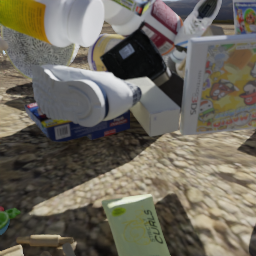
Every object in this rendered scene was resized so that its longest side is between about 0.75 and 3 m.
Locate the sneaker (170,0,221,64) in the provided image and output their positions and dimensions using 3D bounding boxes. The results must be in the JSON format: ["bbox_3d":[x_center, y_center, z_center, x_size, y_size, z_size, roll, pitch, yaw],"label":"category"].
[{"bbox_3d":[2.276,-3.511,9.637,0.987,2.703,0.957,28,-5,5],"label":"sneaker"}]

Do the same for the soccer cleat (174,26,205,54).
[{"bbox_3d":[2.284,-2.413,8.042,1.927,0.832,0.673,20,15,13],"label":"soccer cleat"}]

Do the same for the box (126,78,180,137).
[{"bbox_3d":[0.385,-0.448,5.305,0.594,0.494,1.446,-11,34,-15],"label":"box"}]

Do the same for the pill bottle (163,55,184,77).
[{"bbox_3d":[2.609,-3.524,14.521,1.568,1.568,2.706,-21,32,-37],"label":"pill bottle"}]

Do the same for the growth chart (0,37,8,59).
[{"bbox_3d":[-3.221,-2.520,5.962,0.263,2.149,2.970,-33,28,-14],"label":"growth chart"}]

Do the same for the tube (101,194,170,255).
[{"bbox_3d":[0.198,1.851,4.359,0.759,0.679,2.615,36,11,-21],"label":"tube"}]

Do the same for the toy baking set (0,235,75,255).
[{"bbox_3d":[-1.297,2.123,4.315,1.501,0.175,1.152,-1,28,-2],"label":"toy baking set"}]

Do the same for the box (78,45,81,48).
[{"bbox_3d":[-3.085,-3.897,10.412,0.655,2.848,2.263,-2,38,41],"label":"box"}]

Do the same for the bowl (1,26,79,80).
[{"bbox_3d":[-2.406,-2.818,8.555,2.644,2.644,1.241,10,19,20],"label":"bowl"}]

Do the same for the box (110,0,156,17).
[{"bbox_3d":[0.169,-2.204,4.520,0.590,0.186,1.072,29,49,1],"label":"box"}]

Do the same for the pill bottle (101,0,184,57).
[{"bbox_3d":[0.422,-3.219,8.299,1.475,1.475,2.584,26,7,42],"label":"pill bottle"}]

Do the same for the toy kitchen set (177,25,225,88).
[{"bbox_3d":[2.259,-1.183,6.215,1.620,1.461,1.321,-3,66,-20],"label":"toy kitchen set"}]

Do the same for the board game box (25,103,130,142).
[{"bbox_3d":[-1.744,-0.454,8.944,2.626,0.810,2.625,-16,29,-30],"label":"board game box"}]

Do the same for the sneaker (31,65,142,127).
[{"bbox_3d":[-0.959,-0.702,5.346,1.068,1.014,2.653,-24,34,-37],"label":"sneaker"}]

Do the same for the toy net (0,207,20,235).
[{"bbox_3d":[-2.888,1.645,5.116,1.608,0.311,0.843,1,26,2],"label":"toy net"}]

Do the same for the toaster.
[{"bbox_3d":[0.236,-1.550,6.857,1.459,1.319,0.866,-34,-12,13],"label":"toaster"}]

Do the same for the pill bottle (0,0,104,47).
[{"bbox_3d":[-1.834,-2.576,5.886,2.509,1.371,1.371,23,31,11],"label":"pill bottle"}]

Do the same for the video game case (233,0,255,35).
[{"bbox_3d":[3.020,-1.570,6.250,0.237,2.631,1.884,-18,27,-4],"label":"video game case"}]

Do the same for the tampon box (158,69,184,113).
[{"bbox_3d":[0.577,-1.344,9.220,1.795,1.512,2.395,26,8,-35],"label":"tampon box"}]

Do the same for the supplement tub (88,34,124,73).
[{"bbox_3d":[-0.232,-3.337,13.481,2.912,2.117,2.117,19,31,34],"label":"supplement tub"}]

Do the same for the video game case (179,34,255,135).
[{"bbox_3d":[2.111,-0.762,5.254,2.160,1.966,0.247,-6,38,-4],"label":"video game case"}]
